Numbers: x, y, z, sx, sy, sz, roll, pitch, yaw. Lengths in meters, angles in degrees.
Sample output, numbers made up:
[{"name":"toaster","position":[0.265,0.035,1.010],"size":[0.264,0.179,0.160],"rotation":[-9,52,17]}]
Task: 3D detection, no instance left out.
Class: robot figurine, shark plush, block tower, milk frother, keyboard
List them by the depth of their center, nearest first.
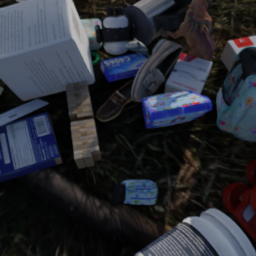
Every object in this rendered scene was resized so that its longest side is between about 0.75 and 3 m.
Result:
[{"name":"keyboard","position":[-3.478,-0.355,8.362],"size":[0.628,0.119,2.232],"rotation":[23,42,38]},{"name":"block tower","position":[-1.370,-0.146,8.478],"size":[0.711,0.761,2.632],"rotation":[-10,61,-5]},{"name":"shark plush","position":[0.380,-2.617,9.386],"size":[0.428,1.028,0.467],"rotation":[-51,49,19]},{"name":"robot figurine","position":[-0.448,-3.460,10.052],"size":[1.214,1.616,1.008],"rotation":[6,21,29]},{"name":"milk frother","position":[1.169,-4.784,10.066],"size":[2.461,2.616,2.361],"rotation":[-39,22,-22]}]

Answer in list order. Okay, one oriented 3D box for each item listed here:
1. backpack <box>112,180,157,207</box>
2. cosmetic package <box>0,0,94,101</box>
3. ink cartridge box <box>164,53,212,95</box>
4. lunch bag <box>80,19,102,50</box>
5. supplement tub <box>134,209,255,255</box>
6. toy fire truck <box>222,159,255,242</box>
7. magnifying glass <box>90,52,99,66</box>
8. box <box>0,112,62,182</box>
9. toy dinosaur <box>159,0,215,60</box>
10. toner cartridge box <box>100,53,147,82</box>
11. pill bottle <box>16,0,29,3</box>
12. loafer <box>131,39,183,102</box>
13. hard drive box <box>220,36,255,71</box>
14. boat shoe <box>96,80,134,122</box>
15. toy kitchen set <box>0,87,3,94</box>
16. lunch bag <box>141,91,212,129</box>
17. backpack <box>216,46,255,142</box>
[{"name":"backpack","position":[0.226,1.677,7.199],"size":[1.083,0.883,0.832],"rotation":[20,82,-10]},{"name":"cosmetic package","position":[-2.639,-2.483,8.769],"size":[2.527,2.102,2.114],"rotation":[-13,64,5]},{"name":"ink cartridge box","position":[2.019,-1.641,9.427],"size":[1.130,0.649,1.556],"rotation":[22,63,13]},{"name":"lunch bag","position":[-1.744,-3.559,10.646],"size":[1.618,0.624,1.298],"rotation":[-3,55,-2]},{"name":"supplement tub","position":[1.247,3.032,5.905],"size":[2.490,1.747,1.747],"rotation":[-28,62,-16]},{"name":"toy fire truck","position":[3.838,1.927,6.986],"size":[2.522,1.414,2.118],"rotation":[-38,89,-20]},{"name":"magnifying glass","position":[-1.833,-2.431,10.238],"size":[1.559,0.175,0.620],"rotation":[-13,59,-10]},{"name":"box","position":[-3.478,0.654,8.079],"size":[2.762,0.448,1.673],"rotation":[-16,61,-14]},{"name":"toy dinosaur","position":[2.353,-2.976,9.209],"size":[1.182,2.755,1.867],"rotation":[-52,32,-11]},{"name":"toner cartridge box","position":[-0.082,-2.137,9.787],"size":[1.618,0.349,0.768],"rotation":[-18,59,-21]},{"name":"pill bottle","position":[-4.174,-6.620,12.042],"size":[1.470,1.470,2.624],"rotation":[9,59,6]},{"name":"loafer","position":[0.951,-1.868,9.082],"size":[0.782,0.894,2.486],"rotation":[18,69,30]},{"name":"hard drive box","position":[4.502,-2.081,9.602],"size":[1.706,0.840,2.188],"rotation":[-14,59,-9]},{"name":"boat shoe","position":[-0.335,-0.926,9.000],"size":[1.790,0.644,0.646],"rotation":[-39,66,-21]},{"name":"toy kitchen set","position":[-5.152,-1.040,9.195],"size":[1.517,1.215,0.894],"rotation":[27,53,-26]},{"name":"lunch bag","position":[1.261,-0.521,7.711],"size":[1.564,2.078,0.977],"rotation":[-10,93,-1]},{"name":"backpack","position":[3.686,-0.672,7.758],"size":[2.279,2.592,1.987],"rotation":[7,65,-4]}]
